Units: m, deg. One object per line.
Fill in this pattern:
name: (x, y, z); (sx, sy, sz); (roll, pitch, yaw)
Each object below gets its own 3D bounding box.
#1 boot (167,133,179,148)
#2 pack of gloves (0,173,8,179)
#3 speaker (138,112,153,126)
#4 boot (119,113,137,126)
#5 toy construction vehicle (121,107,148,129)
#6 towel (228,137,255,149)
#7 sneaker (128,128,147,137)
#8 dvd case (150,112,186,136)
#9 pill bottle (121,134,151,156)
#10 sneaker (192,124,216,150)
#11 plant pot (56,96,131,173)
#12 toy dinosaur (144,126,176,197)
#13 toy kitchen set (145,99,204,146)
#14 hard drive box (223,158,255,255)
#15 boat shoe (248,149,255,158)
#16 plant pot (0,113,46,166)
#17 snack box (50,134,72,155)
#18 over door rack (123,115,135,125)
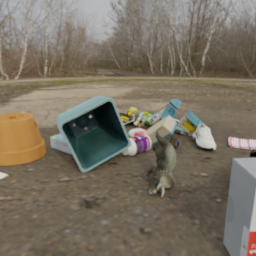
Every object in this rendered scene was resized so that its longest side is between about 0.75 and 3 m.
boot: (2.099, 0.598, 12.478); (0.538, 0.415, 1.110); (8, 31, 30)
pack of gloves: (-5.105, 1.501, 9.298); (1.665, 0.329, 1.399); (10, 19, 33)
speaker: (1.212, -0.488, 16.128); (0.686, 0.686, 1.551); (-8, 17, -27)
boot: (-0.219, -0.495, 16.140); (1.813, 0.677, 0.879); (-3, 13, -18)
toy construction vehicle: (0.261, -0.433, 15.568); (1.334, 0.539, 1.532); (14, 51, 30)
towel: (5.247, 0.699, 12.531); (1.430, 0.214, 1.047); (5, 16, 17)
sneaker: (0.654, 0.354, 13.272); (1.470, 0.491, 0.788); (6, 13, 12)
dvd case: (2.193, -0.242, 14.800); (1.943, 0.214, 1.418); (21, 24, 10)
pill bottle: (0.304, 0.719, 11.449); (1.277, 0.718, 0.718); (-14, 20, -42)
sneaker: (3.369, 0.386, 12.322); (0.714, 0.770, 1.901); (14, 19, -11)
plant pot: (-1.460, -0.009, 10.349); (2.039, 2.033, 2.077); (-29, 27, -14)
toy dinosaur: (1.141, 1.066, 8.735); (0.879, 2.285, 1.169); (26, -21, -26)
toy kitchen set: (2.368, 0.014, 12.755); (1.583, 2.153, 2.688); (-37, 15, 51)
hard drive box: (3.356, 1.647, 5.435); (2.598, 2.025, 0.998); (-2, 16, -4)
boat shoe: (4.576, 1.141, 9.820); (0.738, 0.740, 2.044); (6, 16, 21)
plant pot: (-4.545, 0.334, 11.181); (2.312, 1.618, 2.312); (-1, 15, 0)
snack box: (-2.336, 0.574, 12.324); (1.391, 0.558, 1.650); (12, 21, 37)
over door rack: (-0.603, -0.177, 14.865); (1.357, 0.612, 1.837); (7, 28, 29)
